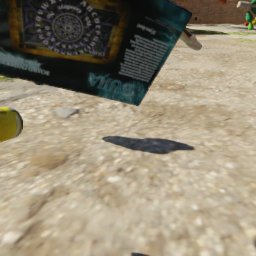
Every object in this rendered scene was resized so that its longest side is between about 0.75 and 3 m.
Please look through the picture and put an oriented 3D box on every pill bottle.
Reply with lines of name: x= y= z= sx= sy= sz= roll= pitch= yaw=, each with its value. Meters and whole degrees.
pill bottle: x=-2.175 y=-0.018 z=4.415 sx=0.572 sy=0.572 sz=1.021 roll=5 pitch=10 yaw=11

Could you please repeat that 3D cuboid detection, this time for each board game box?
board game box: x=-0.604 y=-1.458 z=4.413 sx=2.908 sy=1.967 sz=0.409 roll=10 pitch=35 yaw=-34

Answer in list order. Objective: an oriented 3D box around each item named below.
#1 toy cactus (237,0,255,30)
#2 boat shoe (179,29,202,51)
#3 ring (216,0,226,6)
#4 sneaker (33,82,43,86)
toy cactus: x=3.493 y=-3.331 z=7.806 sx=0.879 sy=1.065 sz=0.545 roll=19 pitch=33 yaw=-3
boat shoe: x=1.739 y=-2.497 z=7.826 sx=0.832 sy=0.288 sz=0.307 roll=36 pitch=57 yaw=-2
ring: x=1.578 y=-3.205 z=5.717 sx=0.151 sy=1.576 sz=1.576 roll=-34 pitch=3 yaw=36
sneaker: x=-2.507 y=-2.117 z=8.371 sx=0.623 sy=1.652 sz=0.655 roll=3 pitch=-8 yaw=-31
